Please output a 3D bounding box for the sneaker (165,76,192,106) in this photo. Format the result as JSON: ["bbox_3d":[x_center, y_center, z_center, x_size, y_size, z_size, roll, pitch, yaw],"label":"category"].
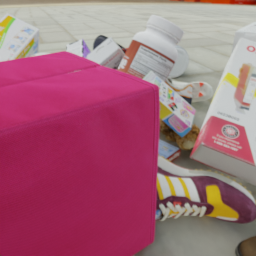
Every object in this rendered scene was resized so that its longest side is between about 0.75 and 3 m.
[{"bbox_3d":[0.754,-1.257,9.345,2.949,1.171,1.156,19,5,25],"label":"sneaker"}]

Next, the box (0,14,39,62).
[{"bbox_3d":[-4.041,-2.376,9.203,1.184,1.314,2.335,26,58,-3],"label":"box"}]

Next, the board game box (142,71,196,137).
[{"bbox_3d":[0.875,-0.603,6.538,1.522,0.307,1.165,41,30,-2],"label":"board game box"}]

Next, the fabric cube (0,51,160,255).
[{"bbox_3d":[-1.575,0.641,4.406,2.942,2.896,2.952,-20,33,-31],"label":"fabric cube"}]

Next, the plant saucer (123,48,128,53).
[{"bbox_3d":[-0.170,-2.470,10.520,1.221,1.223,0.224,-10,-15,0],"label":"plant saucer"}]

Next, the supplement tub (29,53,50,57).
[{"bbox_3d":[-2.741,-0.999,8.358,1.930,1.930,2.662,1,30,2],"label":"supplement tub"}]

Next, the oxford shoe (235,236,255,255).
[{"bbox_3d":[2.866,1.792,4.361,2.361,0.996,0.858,-3,31,-3],"label":"oxford shoe"}]

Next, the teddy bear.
[{"bbox_3d":[1.364,-0.015,7.483,1.554,0.716,2.144,10,17,-16],"label":"teddy bear"}]

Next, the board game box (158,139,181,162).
[{"bbox_3d":[-0.147,0.423,7.511,2.757,0.268,1.419,25,38,37],"label":"board game box"}]

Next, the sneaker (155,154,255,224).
[{"bbox_3d":[0.886,1.354,5.248,2.782,1.043,1.253,17,47,26],"label":"sneaker"}]

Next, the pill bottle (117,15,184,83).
[{"bbox_3d":[0.535,-1.807,8.060,1.407,2.509,1.407,27,11,-5],"label":"pill bottle"}]

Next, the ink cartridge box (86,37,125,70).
[{"bbox_3d":[-0.491,-1.968,8.765,1.017,1.402,0.587,-37,60,8],"label":"ink cartridge box"}]

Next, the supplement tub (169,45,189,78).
[{"bbox_3d":[1.737,-3.344,13.084,1.434,1.434,2.340,-8,31,-14],"label":"supplement tub"}]

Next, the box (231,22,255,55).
[{"bbox_3d":[4.615,-1.526,8.408,2.772,2.786,1.821,19,35,31],"label":"box"}]

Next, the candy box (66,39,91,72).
[{"bbox_3d":[-1.353,-1.619,8.900,0.639,1.498,1.786,-17,53,12],"label":"candy box"}]

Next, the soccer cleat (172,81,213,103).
[{"bbox_3d":[1.755,-1.299,10.172,2.613,0.905,1.013,9,-2,30],"label":"soccer cleat"}]

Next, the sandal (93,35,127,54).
[{"bbox_3d":[-0.241,-2.380,9.803,0.934,2.457,0.526,-26,46,38],"label":"sandal"}]

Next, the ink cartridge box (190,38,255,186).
[{"bbox_3d":[2.359,-0.264,5.044,1.684,0.968,2.321,22,70,11],"label":"ink cartridge box"}]
